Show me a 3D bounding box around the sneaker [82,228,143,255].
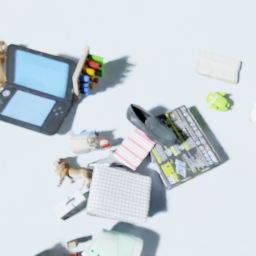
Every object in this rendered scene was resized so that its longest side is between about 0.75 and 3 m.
[{"bbox_3d":[-0.728,4.311,8.027,1.613,1.007,2.735,20,58,3],"label":"sneaker"}]

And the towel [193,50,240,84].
[{"bbox_3d":[3.659,-2.526,11.510,1.793,0.309,1.188,16,67,7],"label":"towel"}]

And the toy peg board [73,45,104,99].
[{"bbox_3d":[-1.455,-1.997,10.628,0.747,1.528,1.522,15,66,0],"label":"toy peg board"}]

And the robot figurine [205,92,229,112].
[{"bbox_3d":[3.335,-0.997,10.591,0.939,0.543,0.824,36,72,-4],"label":"robot figurine"}]

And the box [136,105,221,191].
[{"bbox_3d":[1.714,0.635,9.943,2.036,0.563,2.541,-24,67,-10],"label":"box"}]

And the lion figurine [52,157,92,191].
[{"bbox_3d":[-1.840,1.584,9.536,1.629,0.590,0.998,18,38,-5],"label":"lion figurine"}]

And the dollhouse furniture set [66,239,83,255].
[{"bbox_3d":[-1.657,3.950,8.583,0.947,0.488,0.937,-8,77,-3],"label":"dollhouse furniture set"}]

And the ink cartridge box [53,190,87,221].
[{"bbox_3d":[-1.828,2.494,9.017,0.987,0.712,0.413,-35,69,-14],"label":"ink cartridge box"}]

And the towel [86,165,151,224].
[{"bbox_3d":[-0.285,2.153,8.980,1.931,0.826,1.599,14,57,-9],"label":"towel"}]

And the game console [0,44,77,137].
[{"bbox_3d":[-3.558,-1.386,10.217,2.829,1.647,2.488,17,58,8],"label":"game console"}]

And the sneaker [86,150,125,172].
[{"bbox_3d":[-0.775,1.127,9.831,1.326,0.497,0.766,-1,54,-2],"label":"sneaker"}]

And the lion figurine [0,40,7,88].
[{"bbox_3d":[-5.416,-2.302,11.206,1.570,0.929,2.564,-16,80,-15],"label":"lion figurine"}]

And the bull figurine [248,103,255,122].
[{"bbox_3d":[5.760,-0.051,10.030,1.707,0.916,2.812,-39,74,-16],"label":"bull figurine"}]

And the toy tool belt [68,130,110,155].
[{"bbox_3d":[-1.401,0.368,9.880,1.443,0.901,0.887,-11,70,2],"label":"toy tool belt"}]

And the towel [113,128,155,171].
[{"bbox_3d":[0.220,0.736,9.639,0.937,0.192,1.281,36,80,18],"label":"towel"}]

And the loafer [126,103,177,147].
[{"bbox_3d":[0.765,-0.105,9.502,2.086,0.732,0.708,36,60,21],"label":"loafer"}]
